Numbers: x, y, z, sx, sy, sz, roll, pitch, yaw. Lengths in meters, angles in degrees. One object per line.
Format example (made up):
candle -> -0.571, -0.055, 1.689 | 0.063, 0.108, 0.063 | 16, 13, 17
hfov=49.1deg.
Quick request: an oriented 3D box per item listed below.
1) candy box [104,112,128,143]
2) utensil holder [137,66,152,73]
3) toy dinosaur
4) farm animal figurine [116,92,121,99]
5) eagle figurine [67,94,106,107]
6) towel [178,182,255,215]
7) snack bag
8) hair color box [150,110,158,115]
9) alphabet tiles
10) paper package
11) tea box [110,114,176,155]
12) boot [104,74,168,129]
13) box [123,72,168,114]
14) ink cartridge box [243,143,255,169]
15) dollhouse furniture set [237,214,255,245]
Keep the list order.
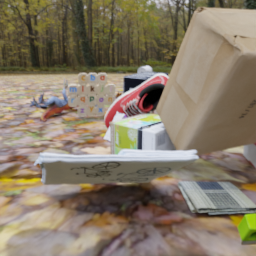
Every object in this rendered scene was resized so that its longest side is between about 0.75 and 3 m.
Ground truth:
candy box -> -0.231, 0.104, 8.272 | 0.319, 0.893, 0.749 | 19, -12, 35
utensil holder -> 2.398, -8.098, 40.504 | 1.543, 1.543, 1.816 | 8, 18, 30
toy dinosaur -> -3.467, -0.976, 13.846 | 1.490, 2.837, 2.575 | -32, -32, 33
farm animal figurine -> 0.070, -1.454, 15.632 | 1.552, 0.780, 1.253 | -7, 34, -38
eagle figurine -> -2.059, -1.573, 14.824 | 1.543, 1.534, 2.033 | -23, 17, 39
towel -> 1.672, 1.349, 5.421 | 1.175, 0.211, 1.220 | 2, 12, -6
snack bag -> -0.354, 0.740, 4.990 | 2.425, 0.260, 2.286 | 1, -19, -16
hair color box -> 1.960, -0.451, 9.942 | 0.861, 1.422, 2.844 | -9, 16, -34
alphabet tiles -> -1.655, -1.487, 12.793 | 2.139, 2.092, 0.156 | -3, 30, -15
paper package -> 2.309, -0.882, 5.961 | 2.713, 2.846, 1.472 | -8, 51, -22
tea box -> 0.589, 0.326, 7.553 | 1.576, 1.070, 1.602 | 12, 19, 42
boot -> 0.131, -0.628, 9.305 | 2.895, 1.048, 2.088 | -37, 9, 22
box -> 0.889, -1.678, 13.667 | 1.321, 1.874, 2.532 | 10, 19, 26
ink cartridge box -> 3.972, 0.604, 7.285 | 1.552, 0.647, 1.127 | -1, 14, 6
dollhouse furniture set -> 1.907, 1.845, 2.935 | 1.110, 0.850, 1.694 | -5, 42, 4
